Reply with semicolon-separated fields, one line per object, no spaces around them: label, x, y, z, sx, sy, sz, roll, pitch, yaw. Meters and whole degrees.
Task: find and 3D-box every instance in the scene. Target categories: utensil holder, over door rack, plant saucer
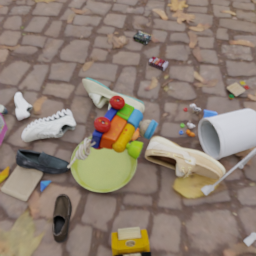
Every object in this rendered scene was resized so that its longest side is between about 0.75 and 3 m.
utensil holder;3.734;0.189;10.191;1.815;1.542;1.542;-14;56;-11
over door rack;4.211;2.103;9.293;2.948;0.982;2.178;-35;59;-7
plant saucer;-0.865;1.283;10.128;2.362;0.367;2.362;0;54;0

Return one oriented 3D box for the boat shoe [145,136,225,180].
boat shoe;1.892;1.265;9.805;2.821;1.040;0.976;21;59;25

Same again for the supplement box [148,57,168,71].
supplement box;1.418;-3.043;13.245;0.819;0.249;0.446;25;58;18

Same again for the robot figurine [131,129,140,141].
robot figurine;0.081;0.164;10.855;0.591;0.479;0.822;-1;41;-52

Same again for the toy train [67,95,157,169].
toy train;-0.315;0.451;7.979;1.602;1.172;2.769;26;52;5

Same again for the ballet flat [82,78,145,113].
ballet flat;-0.788;-1.129;11.526;2.995;1.040;1.040;24;58;16

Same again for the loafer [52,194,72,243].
loafer;-2.116;2.802;8.935;0.566;0.553;1.551;-6;55;-4

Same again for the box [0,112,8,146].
box;-5.762;0.311;10.297;1.952;0.944;1.717;0;46;1

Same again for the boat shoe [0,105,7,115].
boat shoe;-5.565;-0.861;11.592;1.326;0.410;0.497;13;72;19

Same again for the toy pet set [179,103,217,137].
toy pet set;2.778;-0.371;11.066;1.288;0.733;1.380;11;56;8

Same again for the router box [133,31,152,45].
router box;0.722;-4.613;14.351;0.795;0.247;0.596;27;59;17

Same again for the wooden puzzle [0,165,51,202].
wooden puzzle;-3.708;1.892;9.811;1.807;0.211;1.219;24;62;16

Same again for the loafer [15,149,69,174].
loafer;-3.012;1.170;9.889;1.902;0.668;0.646;11;36;-4

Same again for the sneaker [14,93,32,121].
sneaker;-4.348;-0.912;11.653;0.659;0.517;1.327;-10;64;-15

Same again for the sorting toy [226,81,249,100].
sorting toy;4.737;-1.657;12.295;1.204;0.204;0.581;-28;59;-18

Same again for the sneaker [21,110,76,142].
sneaker;-3.033;0.055;10.797;2.117;0.795;0.858;-27;67;-17

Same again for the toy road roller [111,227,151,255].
toy road roller;0.099;3.845;8.067;1.068;1.268;1.738;-4;18;-3
